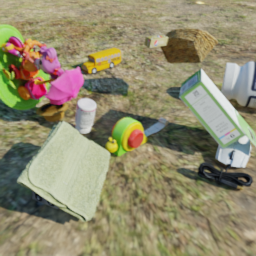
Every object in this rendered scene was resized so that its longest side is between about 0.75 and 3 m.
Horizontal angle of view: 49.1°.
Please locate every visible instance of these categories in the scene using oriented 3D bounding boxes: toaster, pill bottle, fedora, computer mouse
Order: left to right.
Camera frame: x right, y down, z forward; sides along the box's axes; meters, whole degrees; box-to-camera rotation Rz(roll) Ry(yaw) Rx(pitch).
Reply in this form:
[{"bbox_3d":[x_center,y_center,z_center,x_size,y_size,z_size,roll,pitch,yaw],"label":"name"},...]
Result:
[{"bbox_3d":[-2.580,-0.526,9.651,1.120,0.457,1.120,-7,32,4],"label":"fedora"},{"bbox_3d":[-1.757,1.409,6.725,0.792,0.519,0.875,16,36,20],"label":"toaster"},{"bbox_3d":[-1.342,-0.348,8.670,0.574,1.012,0.574,10,39,-8],"label":"pill bottle"},{"bbox_3d":[2.870,0.699,7.764,1.317,0.527,2.403,16,37,22],"label":"computer mouse"},{"bbox_3d":[4.865,-1.496,10.038,2.823,1.634,1.634,10,35,15],"label":"pill bottle"}]

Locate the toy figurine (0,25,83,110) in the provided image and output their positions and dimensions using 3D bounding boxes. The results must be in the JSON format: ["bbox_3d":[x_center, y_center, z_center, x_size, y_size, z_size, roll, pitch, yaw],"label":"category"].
[{"bbox_3d":[-2.664,-1.815,8.785,2.675,2.907,2.182,10,39,34],"label":"toy figurine"}]

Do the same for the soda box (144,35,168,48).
[{"bbox_3d":[0.885,-2.727,8.816,0.813,0.275,0.260,-20,46,-39],"label":"soda box"}]

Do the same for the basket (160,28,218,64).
[{"bbox_3d":[2.024,-2.995,9.636,1.584,1.131,1.180,15,58,49],"label":"basket"}]

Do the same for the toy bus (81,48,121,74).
[{"bbox_3d":[-1.261,-3.196,13.326,1.959,0.767,0.638,-26,42,-33],"label":"toy bus"}]

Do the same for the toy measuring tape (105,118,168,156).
[{"bbox_3d":[0.335,-0.019,8.451,0.977,0.977,2.655,28,42,35],"label":"toy measuring tape"}]

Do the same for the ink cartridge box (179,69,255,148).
[{"bbox_3d":[2.559,-0.331,7.901,2.591,0.768,1.345,47,26,-9],"label":"ink cartridge box"}]

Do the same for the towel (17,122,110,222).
[{"bbox_3d":[-1.296,0.903,6.563,1.805,0.444,2.433,35,29,-12],"label":"towel"}]
